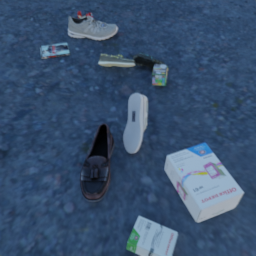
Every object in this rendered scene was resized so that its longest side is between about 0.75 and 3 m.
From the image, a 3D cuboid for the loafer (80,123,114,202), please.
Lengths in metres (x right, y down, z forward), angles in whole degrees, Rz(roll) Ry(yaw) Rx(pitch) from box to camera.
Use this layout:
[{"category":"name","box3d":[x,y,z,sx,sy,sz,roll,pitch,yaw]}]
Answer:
[{"category":"loafer","box3d":[-1.028,1.013,9.224,1.025,0.898,2.852,2,42,5]}]

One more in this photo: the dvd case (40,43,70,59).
[{"category":"dvd case","box3d":[-3.791,-3.973,14.439,1.428,0.157,1.042,-11,48,-9]}]

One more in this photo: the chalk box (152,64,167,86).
[{"category":"chalk box","box3d":[1.373,-2.241,12.255,0.620,0.617,0.996,6,49,9]}]

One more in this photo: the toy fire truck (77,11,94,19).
[{"category":"toy fire truck","box3d":[-2.537,-6.576,16.725,0.868,0.300,1.231,-10,49,-8]}]

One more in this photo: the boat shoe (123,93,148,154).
[{"category":"boat shoe","box3d":[0.340,-0.151,10.058,0.767,2.131,0.700,1,-2,38]}]

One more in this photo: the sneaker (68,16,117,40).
[{"category":"sneaker","box3d":[-1.954,-5.474,15.146,2.754,1.129,1.029,0,47,0]}]

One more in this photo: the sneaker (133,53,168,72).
[{"category":"sneaker","box3d":[1.125,-3.140,13.280,1.766,0.666,0.700,25,40,7]}]

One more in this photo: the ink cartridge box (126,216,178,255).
[{"category":"ink cartridge box","box3d":[0.660,3.086,7.640,1.183,0.491,0.867,20,44,13]}]

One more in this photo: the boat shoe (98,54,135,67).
[{"category":"boat shoe","box3d":[-0.537,-3.191,13.206,1.795,0.641,0.537,7,88,17]}]

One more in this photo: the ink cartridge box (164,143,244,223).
[{"category":"ink cartridge box","box3d":[2.298,1.655,8.777,1.504,0.881,2.082,-17,51,-15]}]
